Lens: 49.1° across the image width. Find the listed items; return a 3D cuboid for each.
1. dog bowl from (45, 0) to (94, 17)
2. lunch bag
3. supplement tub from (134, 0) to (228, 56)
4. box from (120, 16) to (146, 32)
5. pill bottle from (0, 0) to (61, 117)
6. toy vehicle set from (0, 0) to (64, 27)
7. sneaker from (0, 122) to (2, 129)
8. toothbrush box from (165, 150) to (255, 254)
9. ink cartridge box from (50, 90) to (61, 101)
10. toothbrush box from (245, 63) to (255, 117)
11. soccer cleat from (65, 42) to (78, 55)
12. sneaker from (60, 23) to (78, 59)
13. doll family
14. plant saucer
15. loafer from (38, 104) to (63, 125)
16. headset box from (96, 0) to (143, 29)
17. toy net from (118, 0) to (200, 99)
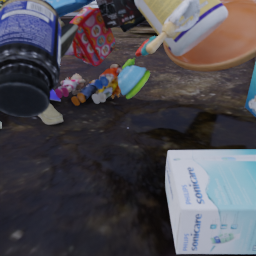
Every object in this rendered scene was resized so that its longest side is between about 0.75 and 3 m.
[{"bbox_3d":[-1.680,-3.161,6.913,1.245,0.554,2.234,-13,23,28],"label":"dog bowl"},{"bbox_3d":[-1.193,-2.785,8.778,0.654,1.597,1.407,28,71,34],"label":"lunch bag"},{"bbox_3d":[1.061,-2.825,6.297,1.461,2.010,1.461,-37,0,0],"label":"supplement tub"},{"bbox_3d":[0.253,-3.901,8.420,1.680,1.335,0.386,-26,40,14],"label":"box"},{"bbox_3d":[-1.370,-0.976,3.785,0.884,0.884,1.581,-3,57,-6],"label":"pill bottle"},{"bbox_3d":[-3.141,-2.897,8.090,2.345,1.457,0.311,32,-8,15],"label":"toy vehicle set"},{"bbox_3d":[-4.504,-0.724,8.220,2.274,1.131,0.791,20,33,33],"label":"sneaker"},{"bbox_3d":[1.806,1.140,4.668,2.216,0.945,1.623,0,26,0],"label":"toothbrush box"},{"bbox_3d":[-4.071,-1.737,9.932,2.941,0.638,2.914,4,19,-28],"label":"ink cartridge box"},{"bbox_3d":[3.454,-1.386,4.711,2.051,2.802,1.195,-7,34,-9],"label":"toothbrush box"},{"bbox_3d":[-2.480,-3.087,10.528,1.957,0.684,0.845,-10,9,-9],"label":"soccer cleat"},{"bbox_3d":[-2.150,-2.080,6.633,1.163,0.819,2.189,36,55,-5],"label":"sneaker"},{"bbox_3d":[-1.185,-1.403,9.959,2.620,1.181,1.626,-8,29,26],"label":"doll family"},{"bbox_3d":[2.346,-2.501,7.082,2.923,0.547,2.923,-15,52,21],"label":"plant saucer"},{"bbox_3d":[-2.429,-0.470,8.476,0.501,0.452,1.325,-23,35,-38],"label":"loafer"},{"bbox_3d":[-0.216,-3.698,7.245,1.342,1.804,0.697,-35,29,-31],"label":"headset box"},{"bbox_3d":[0.650,-1.679,5.632,0.475,2.458,1.289,39,32,-12],"label":"toy net"}]
